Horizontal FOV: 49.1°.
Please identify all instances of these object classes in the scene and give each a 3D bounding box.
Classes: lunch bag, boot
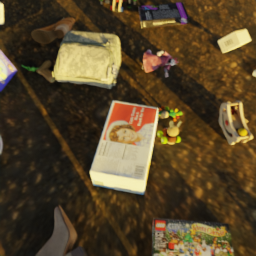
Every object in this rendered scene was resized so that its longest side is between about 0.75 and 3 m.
[{"bbox_3d":[-1.472,-2.437,10.599,2.352,1.639,1.973,8,56,4],"label":"lunch bag"},{"bbox_3d":[-3.356,-4.499,12.665,1.808,0.693,1.404,-7,41,24],"label":"boot"},{"bbox_3d":[-1.946,3.136,7.088,1.459,0.701,1.996,-35,48,-10],"label":"boot"},{"bbox_3d":[-3.152,-2.272,11.323,0.886,0.293,0.776,33,70,22],"label":"boot"}]

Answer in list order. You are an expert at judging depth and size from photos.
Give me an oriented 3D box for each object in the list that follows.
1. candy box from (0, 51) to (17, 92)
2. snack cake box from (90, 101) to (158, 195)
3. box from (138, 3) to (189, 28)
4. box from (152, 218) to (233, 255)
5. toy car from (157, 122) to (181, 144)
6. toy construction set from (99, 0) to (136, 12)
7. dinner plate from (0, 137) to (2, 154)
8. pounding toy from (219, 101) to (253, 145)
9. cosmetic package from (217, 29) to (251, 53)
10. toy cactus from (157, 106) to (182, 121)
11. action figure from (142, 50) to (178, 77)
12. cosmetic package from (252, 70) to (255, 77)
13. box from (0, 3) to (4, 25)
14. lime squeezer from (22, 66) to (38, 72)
[{"bbox_3d":[-5.281,-1.796,9.617,0.898,1.970,2.330,23,70,19],"label":"candy box"},{"bbox_3d":[-0.042,0.536,8.807,1.589,0.928,2.762,9,54,8],"label":"snack cake box"},{"bbox_3d":[1.654,-5.413,13.424,2.233,0.403,1.597,-4,47,0],"label":"box"},{"bbox_3d":[1.634,3.138,7.214,2.031,0.383,1.387,3,53,2],"label":"box"},{"bbox_3d":[1.411,0.078,9.123,0.643,0.782,0.617,-3,42,-25],"label":"toy car"},{"bbox_3d":[-0.661,-6.762,13.949,1.755,1.349,1.464,25,53,19],"label":"toy construction set"},{"bbox_3d":[-5.292,0.792,8.919,2.452,0.297,2.452,3,51,-4],"label":"dinner plate"},{"bbox_3d":[3.724,-0.341,9.393,1.041,1.038,1.815,-9,54,-6],"label":"pounding toy"},{"bbox_3d":[4.378,-3.578,11.518,1.529,0.791,0.559,-30,96,-48],"label":"cosmetic package"},{"bbox_3d":[1.329,-0.459,9.729,0.990,0.506,0.817,16,22,26],"label":"toy cactus"},{"bbox_3d":[1.321,-2.636,11.280,1.468,0.984,1.093,2,25,18],"label":"action figure"},{"bbox_3d":[5.525,-2.256,11.348,0.786,0.203,0.593,-39,59,-25],"label":"cosmetic package"},{"bbox_3d":[-6.761,-5.380,12.645,1.553,1.020,1.561,41,47,20],"label":"box"},{"bbox_3d":[-3.990,-2.472,11.527,0.942,0.178,0.333,5,54,4],"label":"lime squeezer"}]
